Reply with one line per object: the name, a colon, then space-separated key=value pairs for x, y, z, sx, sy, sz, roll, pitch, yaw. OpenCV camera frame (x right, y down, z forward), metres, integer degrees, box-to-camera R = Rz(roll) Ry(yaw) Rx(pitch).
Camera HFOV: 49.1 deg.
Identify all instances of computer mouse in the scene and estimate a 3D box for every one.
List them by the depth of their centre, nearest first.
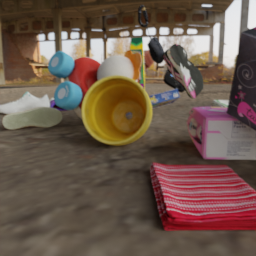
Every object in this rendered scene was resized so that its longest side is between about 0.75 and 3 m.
computer mouse: x=0.726 y=-2.776 z=8.377 sx=0.524 sy=1.787 sz=0.304 roll=-37 pitch=23 yaw=-32

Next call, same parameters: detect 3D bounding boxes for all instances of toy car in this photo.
toy car: x=-0.604 y=-1.515 z=8.174 sx=2.438 sy=2.156 sz=2.247 roll=-31 pitch=-30 yaw=24

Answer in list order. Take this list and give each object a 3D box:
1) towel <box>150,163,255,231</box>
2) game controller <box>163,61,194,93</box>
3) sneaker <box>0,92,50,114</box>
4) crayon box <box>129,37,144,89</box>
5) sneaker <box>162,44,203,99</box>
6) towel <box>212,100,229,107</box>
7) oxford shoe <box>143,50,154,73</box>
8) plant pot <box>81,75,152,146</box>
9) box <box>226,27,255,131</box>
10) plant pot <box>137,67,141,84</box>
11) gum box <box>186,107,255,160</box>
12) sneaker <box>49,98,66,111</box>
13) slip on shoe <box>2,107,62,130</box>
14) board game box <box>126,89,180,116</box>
towel: x=1.084 y=0.871 z=3.995 sx=1.438 sy=0.224 sz=1.988 roll=1 pitch=11 yaw=-1
game controller: x=1.934 y=-2.084 z=10.598 sx=0.381 sy=0.944 sz=1.810 roll=-41 pitch=17 yaw=50
sneaker: x=-4.454 y=-1.065 z=11.972 sx=2.112 sy=0.935 sz=0.795 roll=-4 pitch=13 yaw=-17
crayon box: x=0.345 y=-2.230 z=10.012 sx=0.475 sy=1.628 sz=1.405 roll=-3 pitch=33 yaw=4
sneaker: x=1.619 y=-1.676 z=8.421 sx=0.689 sy=1.715 sz=0.740 roll=-34 pitch=14 yaw=-20
towel: x=4.917 y=-0.606 z=10.816 sx=2.775 sy=0.426 sz=2.070 roll=1 pitch=21 yaw=-10
oxford shoe: x=0.243 y=-2.449 z=11.904 sx=2.195 sy=0.777 sz=0.810 roll=-47 pitch=36 yaw=-15
plant pot: x=-0.145 y=-0.365 z=7.119 sx=1.636 sy=1.636 sz=1.539 roll=3 pitch=-3 yaw=14
box: x=3.131 y=-0.519 z=4.394 sx=1.519 sy=1.750 sz=2.648 roll=-24 pitch=43 yaw=-21
plant pot: x=-0.018 y=-1.482 z=9.106 sx=0.928 sy=0.903 sz=0.928 roll=-4 pitch=29 yaw=2
gum box: x=2.739 y=0.066 z=6.255 sx=2.694 sy=0.891 sz=1.529 roll=0 pitch=12 yaw=2
sneaker: x=-2.760 y=-1.062 z=13.137 sx=1.883 sy=0.759 sz=0.785 roll=-12 pitch=29 yaw=-15
slip on shoe: x=-3.061 y=-0.311 z=9.014 sx=1.831 sy=0.678 sz=0.560 roll=-10 pitch=10 yaw=-23
board game box: x=0.768 y=-0.893 z=10.102 sx=1.913 sy=0.330 sz=1.295 roll=-15 pitch=-4 yaw=-6
